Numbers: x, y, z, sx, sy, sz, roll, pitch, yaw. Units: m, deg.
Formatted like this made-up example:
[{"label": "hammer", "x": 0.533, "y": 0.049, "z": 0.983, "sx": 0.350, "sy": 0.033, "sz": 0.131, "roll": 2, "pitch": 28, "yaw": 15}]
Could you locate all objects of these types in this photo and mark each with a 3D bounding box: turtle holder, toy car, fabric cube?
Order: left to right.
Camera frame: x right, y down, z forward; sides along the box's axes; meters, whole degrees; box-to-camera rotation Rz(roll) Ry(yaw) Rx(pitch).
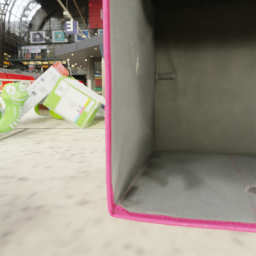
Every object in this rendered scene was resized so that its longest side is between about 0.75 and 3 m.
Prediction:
[{"label": "turtle holder", "x": -3.707, "y": -0.505, "z": 6.266, "sx": 2.450, "sy": 1.740, "sz": 1.862, "roll": 4, "pitch": 9, "yaw": 29}, {"label": "toy car", "x": -2.808, "y": -1.604, "z": 11.747, "sx": 1.832, "sy": 2.323, "sz": 1.908, "roll": -1, "pitch": 6, "yaw": -40}, {"label": "fabric cube", "x": 1.481, "y": -0.654, "z": 3.522, "sx": 2.895, "sy": 2.840, "sz": 2.886, "roll": 1, "pitch": 6, "yaw": 14}]

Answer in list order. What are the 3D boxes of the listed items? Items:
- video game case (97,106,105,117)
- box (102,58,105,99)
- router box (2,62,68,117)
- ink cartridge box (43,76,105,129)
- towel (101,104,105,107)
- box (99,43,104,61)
[{"label": "video game case", "x": -1.308, "y": -0.957, "z": 11.943, "sx": 1.962, "sy": 0.247, "sz": 2.154, "roll": 27, "pitch": 10, "yaw": 3}, {"label": "box", "x": -0.365, "y": -1.993, "z": 10.921, "sx": 1.292, "sy": 1.058, "sz": 2.721, "roll": 3, "pitch": -28, "yaw": -2}, {"label": "router box", "x": -3.370, "y": -1.360, "z": 10.372, "sx": 2.443, "sy": 0.597, "sz": 2.193, "roll": -40, "pitch": 18, "yaw": 5}, {"label": "ink cartridge box", "x": -1.137, "y": -0.517, "z": 9.497, "sx": 2.840, "sy": 1.076, "sz": 2.099, "roll": 33, "pitch": 6, "yaw": -4}, {"label": "towel", "x": -0.101, "y": -0.852, "z": 11.379, "sx": 1.865, "sy": 0.222, "sz": 1.350, "roll": 17, "pitch": -22, "yaw": -34}, {"label": "box", "x": 0.526, "y": -1.012, "z": 7.166, "sx": 0.667, "sy": 2.062, "sz": 2.615, "roll": -26, "pitch": -16, "yaw": 30}]
